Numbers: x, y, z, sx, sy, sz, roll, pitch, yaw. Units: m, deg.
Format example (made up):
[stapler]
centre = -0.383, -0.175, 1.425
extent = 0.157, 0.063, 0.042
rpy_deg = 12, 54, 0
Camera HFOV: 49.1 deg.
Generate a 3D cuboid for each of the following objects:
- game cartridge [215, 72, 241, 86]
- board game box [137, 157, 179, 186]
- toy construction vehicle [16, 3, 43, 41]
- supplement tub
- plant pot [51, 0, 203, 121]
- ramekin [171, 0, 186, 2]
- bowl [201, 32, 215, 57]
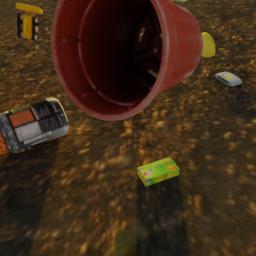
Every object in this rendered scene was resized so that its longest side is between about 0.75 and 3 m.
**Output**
[game cartridge]
centre = 3.822, -1.876, 10.627
extent = 0.598, 0.182, 0.897
rpy_deg = -14, 39, -24
[board game box]
centre = 0.720, 1.038, 6.698
extent = 0.891, 0.212, 0.453
rpy_deg = -15, 40, -19
[toy construction vehicle]
centre = -1.870, -3.018, 6.812
extent = 1.567, 1.799, 0.634
rpy_deg = 9, 33, -4
[supplement tub]
centre = -2.610, -0.039, 7.396
extent = 1.808, 1.108, 1.108
rpy_deg = -22, 42, -26
[plant pot]
centre = 0.206, -1.440, 4.986
extent = 2.201, 2.201, 2.140
rpy_deg = 24, 27, 28
[ramekin]
centre = 1.469, -4.357, 8.079
extent = 0.675, 1.381, 1.381
rpy_deg = 31, 47, 32
[bowl]
centre = 2.249, -2.449, 8.457
extent = 0.405, 0.752, 0.752
rpy_deg = -23, 41, -8
